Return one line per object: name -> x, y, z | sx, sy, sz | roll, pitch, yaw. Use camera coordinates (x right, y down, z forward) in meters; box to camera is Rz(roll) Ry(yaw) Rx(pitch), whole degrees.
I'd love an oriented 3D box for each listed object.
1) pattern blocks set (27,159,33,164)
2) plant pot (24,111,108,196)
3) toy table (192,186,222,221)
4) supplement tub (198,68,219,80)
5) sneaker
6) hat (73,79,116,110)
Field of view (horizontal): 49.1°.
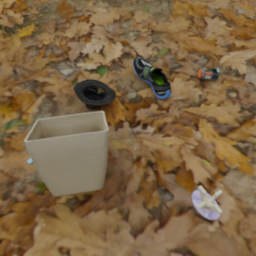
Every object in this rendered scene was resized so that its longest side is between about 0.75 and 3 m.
pattern blocks set -> -3.301, 1.054, 11.049 | 1.105, 0.102, 1.257 | 22, 56, 16
plant pot -> -1.852, 0.887, 9.574 | 2.450, 2.171, 2.453 | -8, 19, -6
toy table -> 2.700, 2.539, 9.568 | 1.061, 0.676, 1.154 | -38, 62, -25
supplement tub -> 3.892, -2.602, 13.533 | 0.920, 0.564, 0.564 | 4, 53, 2
sneaker -> 1.181, -2.534, 13.121 | 0.968, 1.131, 2.730 | -24, 57, -19
hat -> -1.546, -1.320, 12.363 | 2.010, 0.811, 2.010 | 14, 38, -11
